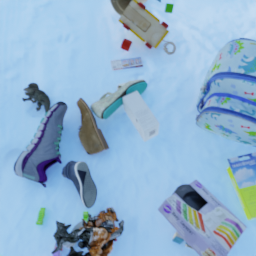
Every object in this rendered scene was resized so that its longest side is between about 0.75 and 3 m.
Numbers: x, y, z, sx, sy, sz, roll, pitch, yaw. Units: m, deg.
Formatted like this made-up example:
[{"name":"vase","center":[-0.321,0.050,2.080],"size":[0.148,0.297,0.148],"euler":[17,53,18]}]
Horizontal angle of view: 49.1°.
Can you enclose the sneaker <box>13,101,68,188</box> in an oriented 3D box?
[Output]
[{"name":"sneaker","center":[-2.302,0.477,8.557],"size":[1.140,0.969,2.605],"euler":[26,74,3]}]

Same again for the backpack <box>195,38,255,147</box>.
[{"name":"backpack","center":[3.405,-0.817,7.934],"size":[2.733,2.987,2.195],"euler":[22,73,12]}]

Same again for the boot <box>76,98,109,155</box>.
[{"name":"boot","center":[-1.347,-0.076,8.916],"size":[0.766,0.748,2.031],"euler":[-25,66,-4]}]

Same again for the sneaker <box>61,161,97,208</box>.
[{"name":"sneaker","center":[-1.422,1.584,8.069],"size":[0.523,0.994,1.375],"euler":[-19,100,-40]}]

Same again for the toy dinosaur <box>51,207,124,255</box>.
[{"name":"toy dinosaur","center":[-0.899,2.678,6.708],"size":[1.583,2.333,1.192],"euler":[-15,85,11]}]

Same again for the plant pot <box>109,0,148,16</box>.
[{"name":"plant pot","center":[0.156,-5.579,11.737],"size":[1.322,1.444,1.444],"euler":[-36,66,-30]}]

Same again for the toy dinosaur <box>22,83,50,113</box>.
[{"name":"toy dinosaur","center":[-3.014,-1.026,9.457],"size":[1.564,0.602,0.800],"euler":[35,44,8]}]

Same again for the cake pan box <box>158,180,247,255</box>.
[{"name":"cake pan box","center":[1.887,2.287,7.128],"size":[1.893,0.495,1.743],"euler":[45,31,25]}]

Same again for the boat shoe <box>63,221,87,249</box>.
[{"name":"boat shoe","center":[-1.369,2.838,7.452],"size":[0.828,0.276,0.304],"euler":[-45,32,-9]}]

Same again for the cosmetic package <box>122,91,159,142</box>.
[{"name":"cosmetic package","center":[0.397,-0.382,8.999],"size":[0.580,0.807,1.430],"euler":[-28,62,-12]}]

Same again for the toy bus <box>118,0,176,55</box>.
[{"name":"toy bus","center":[0.730,-3.838,10.722],"size":[2.082,1.140,2.207],"euler":[-3,104,10]}]

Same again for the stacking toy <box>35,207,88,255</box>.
[{"name":"stacking toy","center":[-1.822,3.020,7.278],"size":[1.400,0.436,1.857],"euler":[3,60,2]}]

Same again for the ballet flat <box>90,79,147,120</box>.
[{"name":"ballet flat","center":[-0.302,-1.117,9.342],"size":[0.709,0.767,2.274],"euler":[37,56,25]}]

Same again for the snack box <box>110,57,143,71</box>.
[{"name":"snack box","center":[-0.055,-2.416,10.536],"size":[1.179,0.143,0.424],"euler":[-9,61,-5]}]

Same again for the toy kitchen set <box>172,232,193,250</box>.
[{"name":"toy kitchen set","center":[1.534,3.178,7.096],"size":[0.921,0.543,0.738],"euler":[20,59,11]}]

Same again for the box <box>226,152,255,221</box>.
[{"name":"box","center":[3.597,1.634,8.037],"size":[1.065,0.416,1.747],"euler":[-12,63,-5]}]
